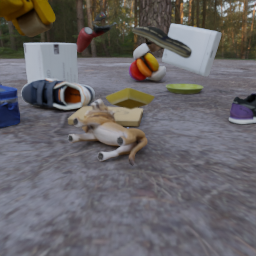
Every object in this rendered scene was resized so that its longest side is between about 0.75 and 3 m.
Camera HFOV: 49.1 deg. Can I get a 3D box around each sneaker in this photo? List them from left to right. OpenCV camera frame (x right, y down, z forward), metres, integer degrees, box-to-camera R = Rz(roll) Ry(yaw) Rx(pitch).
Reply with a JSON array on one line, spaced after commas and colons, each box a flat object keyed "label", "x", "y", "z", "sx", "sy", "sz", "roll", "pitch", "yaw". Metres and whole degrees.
[{"label": "sneaker", "x": -2.839, "y": -1.314, "z": 10.759, "sx": 2.941, "sy": 1.153, "sz": 1.168, "roll": 1, "pitch": 12, "yaw": 6}, {"label": "sneaker", "x": 4.354, "y": -0.668, "z": 9.167, "sx": 2.094, "sy": 0.917, "sz": 0.793, "roll": -5, "pitch": 18, "yaw": -17}]

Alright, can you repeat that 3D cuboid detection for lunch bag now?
[{"label": "lunch bag", "x": -4.386, "y": -0.783, "z": 8.836, "sx": 2.010, "sy": 1.330, "sz": 1.365, "roll": 11, "pitch": 20, "yaw": 33}]

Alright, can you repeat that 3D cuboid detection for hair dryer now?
[{"label": "hair dryer", "x": -0.682, "y": -1.850, "z": 5.646, "sx": 0.968, "sy": 0.263, "sz": 0.737, "roll": -34, "pitch": -11, "yaw": 15}]

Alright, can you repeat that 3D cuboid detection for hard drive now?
[{"label": "hard drive", "x": 2.337, "y": -3.060, "z": 10.791, "sx": 0.315, "sy": 1.559, "sz": 2.363, "roll": -2, "pitch": 25, "yaw": -36}]

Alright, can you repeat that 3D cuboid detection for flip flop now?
[{"label": "flip flop", "x": 1.043, "y": -2.771, "z": 9.282, "sx": 2.286, "sy": 0.658, "sz": 0.927, "roll": 34, "pitch": 40, "yaw": 20}]

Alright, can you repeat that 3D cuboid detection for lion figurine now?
[{"label": "lion figurine", "x": -0.348, "y": 0.147, "z": 6.918, "sx": 2.657, "sy": 0.963, "sz": 1.627, "roll": 31, "pitch": 25, "yaw": 35}]

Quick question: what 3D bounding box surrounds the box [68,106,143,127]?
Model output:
[{"label": "box", "x": -0.670, "y": -0.423, "z": 9.544, "sx": 2.251, "sy": 0.239, "sz": 1.840, "roll": 2, "pitch": 17, "yaw": 7}]

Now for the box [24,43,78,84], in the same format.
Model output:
[{"label": "box", "x": -3.456, "y": -2.536, "z": 12.571, "sx": 1.617, "sy": 2.461, "sz": 2.474, "roll": -11, "pitch": 20, "yaw": -32}]

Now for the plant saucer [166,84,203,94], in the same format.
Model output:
[{"label": "plant saucer", "x": 2.942, "y": -2.052, "z": 14.709, "sx": 1.914, "sy": 0.297, "sz": 1.914, "roll": -1, "pitch": 17, "yaw": 0}]

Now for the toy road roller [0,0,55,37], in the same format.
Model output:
[{"label": "toy road roller", "x": -2.202, "y": -2.378, "z": 5.478, "sx": 0.830, "sy": 1.350, "sz": 0.986, "roll": -11, "pitch": 36, "yaw": 29}]

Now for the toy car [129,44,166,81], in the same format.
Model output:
[{"label": "toy car", "x": 1.023, "y": -3.950, "z": 18.230, "sx": 2.067, "sy": 2.413, "sz": 2.757, "roll": -38, "pitch": 11, "yaw": 4}]

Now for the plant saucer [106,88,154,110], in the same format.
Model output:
[{"label": "plant saucer", "x": 0.039, "y": -0.578, "z": 5.926, "sx": 0.762, "sy": 0.185, "sz": 0.762, "roll": 12, "pitch": -18, "yaw": -40}]
